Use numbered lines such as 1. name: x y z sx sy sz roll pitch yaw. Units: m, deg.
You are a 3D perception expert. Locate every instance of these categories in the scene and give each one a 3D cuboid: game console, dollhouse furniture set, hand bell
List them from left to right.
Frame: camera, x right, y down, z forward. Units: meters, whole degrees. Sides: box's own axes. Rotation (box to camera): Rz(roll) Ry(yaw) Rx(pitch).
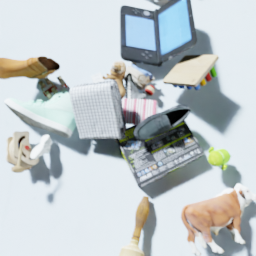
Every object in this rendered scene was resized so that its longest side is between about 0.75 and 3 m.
1. dollhouse furniture set: -2.833 -1.534 10.730 0.937 0.488 0.947 -35 54 -9
2. hand bell: 0.263 3.374 8.737 1.341 1.341 2.576 14 61 5
3. game console: 1.036 -4.006 10.833 2.488 1.647 2.829 6 64 -14

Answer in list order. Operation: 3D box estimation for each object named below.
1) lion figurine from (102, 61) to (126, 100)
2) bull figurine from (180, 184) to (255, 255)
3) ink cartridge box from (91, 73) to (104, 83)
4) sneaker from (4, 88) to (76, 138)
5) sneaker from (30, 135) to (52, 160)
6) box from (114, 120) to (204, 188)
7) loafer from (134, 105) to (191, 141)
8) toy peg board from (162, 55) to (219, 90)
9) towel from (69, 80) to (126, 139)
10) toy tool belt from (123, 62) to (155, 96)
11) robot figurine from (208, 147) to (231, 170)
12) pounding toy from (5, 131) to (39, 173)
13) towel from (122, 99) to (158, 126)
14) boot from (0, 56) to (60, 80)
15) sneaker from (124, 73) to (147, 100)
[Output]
1. lion figurine: -0.379 -1.581 10.176 0.998 0.590 1.629 -3 111 32
2. bull figurine: 2.886 2.790 8.695 2.812 0.916 1.707 -8 75 -22
3. ink cartridge box: -0.999 -1.461 10.578 0.413 0.712 0.987 -22 72 -5
4. sneaker: -2.994 -0.826 10.243 2.735 1.007 1.613 22 68 7
5. sneaker: -2.945 0.770 9.741 0.418 0.492 1.111 -4 38 24
6. box: 1.055 0.634 9.911 2.541 0.563 2.036 -25 72 -9
7. loafer: 1.150 -0.205 9.378 2.086 0.732 0.708 -28 99 -13
8. toy peg board: 2.361 -1.873 10.190 1.522 0.747 1.528 -50 36 -18
9. towel: -0.977 -0.591 9.534 1.599 0.826 1.931 -4 114 18
10. toy tool belt: 0.538 -1.938 10.667 1.443 0.901 0.887 31 78 15
11. robot figurine: 3.022 0.986 9.312 0.939 0.543 0.824 -7 59 -44
12. pounding toy: -3.439 0.796 9.453 0.974 0.971 1.698 -34 52 27
13. towel: 0.385 -0.537 9.894 1.281 0.192 0.937 5 83 6
14. boot: -3.653 -2.193 9.843 1.675 2.165 0.798 -3 92 42
15. sneaker: 0.292 -1.347 10.302 0.766 0.497 1.326 -4 97 -14
